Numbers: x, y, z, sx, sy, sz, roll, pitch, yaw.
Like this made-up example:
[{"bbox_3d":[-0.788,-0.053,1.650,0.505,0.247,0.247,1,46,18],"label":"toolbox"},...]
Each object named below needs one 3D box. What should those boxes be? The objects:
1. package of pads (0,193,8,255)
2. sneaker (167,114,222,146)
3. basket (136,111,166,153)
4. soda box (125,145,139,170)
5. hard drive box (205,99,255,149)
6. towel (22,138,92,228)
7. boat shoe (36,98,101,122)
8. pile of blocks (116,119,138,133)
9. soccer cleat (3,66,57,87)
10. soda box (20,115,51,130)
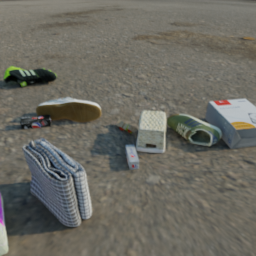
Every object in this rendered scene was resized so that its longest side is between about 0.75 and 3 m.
[{"bbox_3d":[-3.967,2.227,6.103,2.347,0.801,1.814,-14,34,-21],"label":"package of pads"},{"bbox_3d":[2.160,0.087,9.658,2.000,0.671,0.898,20,32,24],"label":"sneaker"},{"bbox_3d":[0.798,0.087,9.496,0.955,0.869,1.409,4,31,5],"label":"basket"},{"bbox_3d":[0.119,0.901,8.714,0.289,0.311,0.910,-5,32,-8],"label":"soda box"},{"bbox_3d":[3.965,-0.211,10.055,1.594,0.785,2.045,-6,32,-11],"label":"hard drive box"},{"bbox_3d":[-1.789,1.306,6.840,0.844,1.634,1.973,-32,44,-33],"label":"towel"},{"bbox_3d":[-2.247,-0.813,10.919,2.549,0.902,0.883,3,32,7],"label":"boat shoe"},{"bbox_3d":[-0.084,0.007,10.238,1.055,0.433,0.328,27,83,50],"label":"pile of blocks"},{"bbox_3d":[-4.811,-2.427,13.765,2.528,0.853,1.024,5,56,1],"label":"soccer cleat"},{"bbox_3d":[-3.447,-0.221,10.494,1.068,0.338,0.378,-6,33,-9],"label":"soda box"}]
